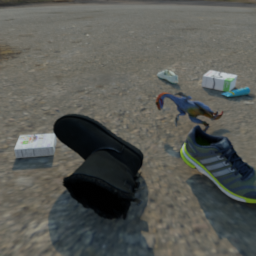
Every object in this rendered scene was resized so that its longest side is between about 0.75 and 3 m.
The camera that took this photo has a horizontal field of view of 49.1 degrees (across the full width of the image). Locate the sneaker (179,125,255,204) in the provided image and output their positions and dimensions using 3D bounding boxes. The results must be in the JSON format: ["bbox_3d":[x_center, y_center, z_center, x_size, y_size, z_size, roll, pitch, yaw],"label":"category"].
[{"bbox_3d":[2.419,0.864,6.975,2.625,1.063,0.970,31,52,33],"label":"sneaker"}]

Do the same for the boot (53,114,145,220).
[{"bbox_3d":[-0.890,0.827,6.705,2.817,1.042,2.308,28,25,0],"label":"boot"}]

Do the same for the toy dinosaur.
[{"bbox_3d":[1.990,-0.610,9.708,1.963,1.136,2.163,37,19,24],"label":"toy dinosaur"}]

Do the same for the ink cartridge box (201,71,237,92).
[{"bbox_3d":[4.277,-2.205,13.173,1.338,0.562,0.973,19,35,29],"label":"ink cartridge box"}]

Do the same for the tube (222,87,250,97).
[{"bbox_3d":[4.758,-1.535,12.337,1.202,0.303,0.466,-12,17,-12],"label":"tube"}]

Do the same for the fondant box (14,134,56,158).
[{"bbox_3d":[-2.824,0.534,8.628,1.115,0.325,0.805,-3,29,-7],"label":"fondant box"}]

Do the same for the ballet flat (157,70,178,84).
[{"bbox_3d":[2.009,-2.643,14.033,0.536,0.536,1.495,-17,33,-27],"label":"ballet flat"}]
